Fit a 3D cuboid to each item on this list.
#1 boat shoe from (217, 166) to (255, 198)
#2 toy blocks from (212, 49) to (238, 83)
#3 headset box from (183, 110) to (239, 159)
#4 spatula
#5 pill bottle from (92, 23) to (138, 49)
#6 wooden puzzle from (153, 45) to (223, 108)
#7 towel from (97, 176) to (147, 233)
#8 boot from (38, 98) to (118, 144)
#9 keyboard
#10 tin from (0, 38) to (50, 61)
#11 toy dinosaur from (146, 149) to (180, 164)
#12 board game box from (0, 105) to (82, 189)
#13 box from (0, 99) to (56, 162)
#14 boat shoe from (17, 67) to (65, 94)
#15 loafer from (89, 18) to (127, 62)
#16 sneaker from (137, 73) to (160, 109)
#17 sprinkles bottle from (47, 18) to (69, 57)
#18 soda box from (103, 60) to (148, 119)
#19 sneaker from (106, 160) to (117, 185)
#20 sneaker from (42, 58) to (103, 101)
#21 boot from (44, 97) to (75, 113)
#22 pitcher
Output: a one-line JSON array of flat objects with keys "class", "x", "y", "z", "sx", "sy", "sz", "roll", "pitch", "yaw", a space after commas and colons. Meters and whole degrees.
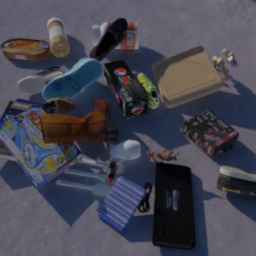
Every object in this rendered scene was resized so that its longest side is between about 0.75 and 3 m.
[{"class": "boat shoe", "x": 4.185, "y": 1.948, "z": 8.972, "sx": 2.609, "sy": 0.786, "sz": 0.930, "roll": 15, "pitch": 8, "yaw": 9}, {"class": "toy blocks", "x": 4.476, "y": -2.593, "z": 12.940, "sx": 1.333, "sy": 1.584, "sz": 1.480, "roll": 41, "pitch": 36, "yaw": -19}, {"class": "headset box", "x": 3.169, "y": 0.250, "z": 10.624, "sx": 1.315, "sy": 0.664, "sz": 1.769, "roll": -26, "pitch": 52, "yaw": -23}, {"class": "spatula", "x": -1.299, "y": 1.614, "z": 9.716, "sx": 2.081, "sy": 0.167, "sz": 1.447, "roll": 8, "pitch": 48, "yaw": 11}, {"class": "pill bottle", "x": -0.666, "y": -4.957, "z": 15.087, "sx": 2.441, "sy": 1.369, "sz": 1.369, "roll": 1, "pitch": 46, "yaw": 1}, {"class": "wooden puzzle", "x": 2.609, "y": -2.329, "z": 12.712, "sx": 2.566, "sy": 0.517, "sz": 2.774, "roll": -20, "pitch": 53, "yaw": 10}, {"class": "towel", "x": -0.197, "y": 2.347, "z": 8.657, "sx": 1.044, "sy": 0.172, "sz": 1.442, "roll": 26, "pitch": 74, "yaw": 25}, {"class": "boot", "x": -1.963, "y": -0.300, "z": 10.585, "sx": 2.705, "sy": 0.926, "sz": 2.547, "roll": -1, "pitch": 46, "yaw": -19}, {"class": "keyboard", "x": 1.186, "y": 2.323, "z": 8.900, "sx": 1.726, "sy": 0.369, "sz": 2.875, "roll": 9, "pitch": 46, "yaw": -1}, {"class": "tin", "x": -5.455, "y": -4.184, "z": 14.971, "sx": 2.624, "sy": 0.549, "sz": 1.470, "roll": 8, "pitch": 43, "yaw": 7}, {"class": "toy dinosaur", "x": 1.243, "y": 0.995, "z": 9.661, "sx": 1.104, "sy": 0.474, "sz": 0.748, "roll": -5, "pitch": -3, "yaw": 33}, {"class": "board game box", "x": -3.180, "y": 0.552, "z": 9.857, "sx": 2.716, "sy": 0.468, "sz": 1.839, "roll": 43, "pitch": 56, "yaw": 18}, {"class": "box", "x": -4.017, "y": -0.070, "z": 10.772, "sx": 1.783, "sy": 0.477, "sz": 2.943, "roll": 11, "pitch": 50, "yaw": -3}, {"class": "boat shoe", "x": -4.022, "y": -2.267, "z": 13.040, "sx": 2.230, "sy": 0.833, "sz": 1.034, "roll": -13, "pitch": 38, "yaw": -19}, {"class": "loafer", "x": -0.864, "y": -4.354, "z": 13.843, "sx": 0.972, "sy": 0.852, "sz": 2.705, "roll": 39, "pitch": 85, "yaw": -14}, {"class": "sneaker", "x": 0.947, "y": -1.689, "z": 12.106, "sx": 0.656, "sy": 0.665, "sz": 1.739, "roll": -17, "pitch": 71, "yaw": -29}, {"class": "sprinkles bottle", "x": -3.875, "y": -5.033, "z": 15.436, "sx": 0.956, "sy": 0.956, "sz": 2.803, "roll": -11, "pitch": 47, "yaw": -10}, {"class": "soda box", "x": -0.161, "y": -1.781, "z": 12.355, "sx": 1.059, "sy": 0.948, "sz": 2.992, "roll": -15, "pitch": 49, "yaw": -14}, {"class": "sneaker", "x": -0.533, "y": 1.472, "z": 9.434, "sx": 0.338, "sy": 0.313, "sz": 0.839, "roll": 7, "pitch": 59, "yaw": -4}, {"class": "sneaker", "x": -2.520, "y": -2.206, "z": 12.821, "sx": 2.900, "sy": 1.153, "sz": 1.893, "roll": -28, "pitch": 23, "yaw": 0}, {"class": "boot", "x": -2.560, "y": -0.978, "z": 11.155, "sx": 1.496, "sy": 0.525, "sz": 1.094, "roll": 8, "pitch": 17, "yaw": 16}, {"class": "pitcher", "x": -0.134, "y": 0.923, "z": 10.028, "sx": 1.128, "sy": 0.684, "sz": 0.968, "roll": -5, "pitch": 50, "yaw": 7}]
